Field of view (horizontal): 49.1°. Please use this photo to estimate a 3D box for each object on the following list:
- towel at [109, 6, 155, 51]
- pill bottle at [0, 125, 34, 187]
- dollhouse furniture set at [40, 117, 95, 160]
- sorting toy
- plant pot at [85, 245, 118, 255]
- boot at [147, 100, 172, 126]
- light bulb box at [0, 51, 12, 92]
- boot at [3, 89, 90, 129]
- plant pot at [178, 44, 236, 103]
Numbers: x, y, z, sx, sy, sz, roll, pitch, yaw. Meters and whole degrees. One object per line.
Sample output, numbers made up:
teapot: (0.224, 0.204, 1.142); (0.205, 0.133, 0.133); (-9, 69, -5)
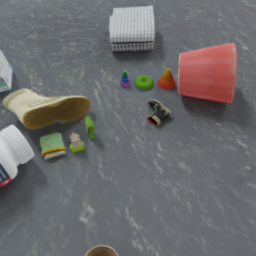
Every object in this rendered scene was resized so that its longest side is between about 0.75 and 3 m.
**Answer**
towel: (0.185, -4.844, 13.832); (2.209, 1.141, 2.667); (-2, 50, 3)
pill bottle: (-4.403, 1.175, 8.517); (2.766, 1.654, 1.654); (-37, 60, -26)
dollhouse furniture set: (-2.167, 0.308, 9.812); (1.988, 0.768, 0.994); (-16, 52, -13)
sorting toy: (0.845, -2.165, 11.810); (2.404, 0.828, 0.833); (1, 51, -1)
plant pot: (-0.694, 3.626, 7.297); (0.983, 0.454, 0.983); (0, 51, -1)
boot: (1.033, -0.594, 10.813); (1.092, 0.400, 0.822); (38, 60, 21)
light bulb box: (-5.589, -2.455, 11.532); (0.935, 1.499, 1.485); (-16, 50, -1)
boot: (-3.046, -0.889, 10.593); (2.735, 0.996, 2.126); (-21, 34, -38)
plant pot: (3.042, -2.126, 11.031); (2.030, 2.295, 2.295); (2, 50, 12)
